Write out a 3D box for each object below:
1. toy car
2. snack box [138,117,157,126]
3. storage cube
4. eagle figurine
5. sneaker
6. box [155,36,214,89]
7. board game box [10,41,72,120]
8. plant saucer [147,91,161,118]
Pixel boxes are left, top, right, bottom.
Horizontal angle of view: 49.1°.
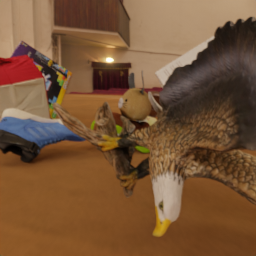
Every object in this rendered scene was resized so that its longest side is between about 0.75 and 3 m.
[{"bbox_3d":[-0.015,-0.557,7.806,1.661,2.105,1.729,10,5,-21],"label":"toy car"},{"bbox_3d":[0.645,-0.144,8.896,0.932,0.173,0.542,13,37,-41],"label":"snack box"},{"bbox_3d":[-3.531,-0.901,8.407,1.811,2.119,1.905,-16,39,-26],"label":"storage cube"},{"bbox_3d":[0.707,0.231,2.837,2.458,1.855,1.865,-13,-15,38],"label":"eagle figurine"},{"bbox_3d":[-2.025,0.343,6.719,2.096,1.166,0.805,15,-30,-21],"label":"sneaker"},{"bbox_3d":[2.260,-0.958,7.323,2.218,1.450,2.207,-31,50,7],"label":"box"},{"bbox_3d":[-3.762,-1.758,11.172,2.470,2.988,0.847,32,-49,-26],"label":"board game box"},{"bbox_3d":[1.108,-0.984,12.446,1.284,1.284,0.206,-3,22,-20],"label":"plant saucer"}]
